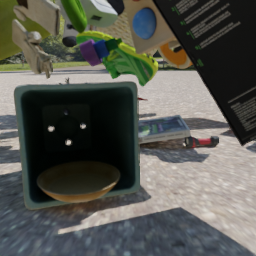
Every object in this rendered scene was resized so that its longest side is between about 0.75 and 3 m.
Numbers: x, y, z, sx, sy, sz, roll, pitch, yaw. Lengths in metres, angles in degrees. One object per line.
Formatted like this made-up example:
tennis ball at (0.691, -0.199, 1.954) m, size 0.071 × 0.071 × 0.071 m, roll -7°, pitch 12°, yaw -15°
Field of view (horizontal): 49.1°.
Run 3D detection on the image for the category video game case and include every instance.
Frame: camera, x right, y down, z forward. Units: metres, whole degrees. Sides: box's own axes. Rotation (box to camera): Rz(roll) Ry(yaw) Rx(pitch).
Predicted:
video game case at (0.661, 0.022, 7.445) m, size 1.688 × 0.217 × 1.857 m, roll -9°, pitch 13°, yaw 5°

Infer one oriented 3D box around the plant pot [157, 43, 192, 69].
plant pot at (2.050, -3.068, 8.969) m, size 2.039 × 2.227 × 2.227 m, roll -45°, pitch 32°, yaw -16°

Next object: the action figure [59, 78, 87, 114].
action figure at (-1.884, -1.052, 9.962) m, size 1.647 × 1.414 × 2.771 m, roll 21°, pitch 21°, yaw 29°

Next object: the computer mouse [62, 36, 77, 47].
computer mouse at (-1.393, -2.463, 7.897) m, size 1.009 × 0.296 × 0.172 m, roll -20°, pitch 11°, yaw -38°

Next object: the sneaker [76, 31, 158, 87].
sneaker at (-0.377, -1.753, 7.072) m, size 2.254 × 0.942 × 0.835 m, roll 27°, pitch 14°, yaw 5°

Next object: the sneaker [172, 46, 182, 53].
sneaker at (1.298, -2.415, 6.919) m, size 0.608 × 1.008 × 0.421 m, roll 49°, pitch 19°, yaw 28°

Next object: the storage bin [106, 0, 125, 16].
storage bin at (-0.479, -4.305, 9.106) m, size 0.914 × 1.352 × 0.634 m, roll 34°, pitch -21°, yaw -27°

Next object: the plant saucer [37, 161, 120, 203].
plant saucer at (-0.745, 0.836, 4.320) m, size 1.251 × 0.221 × 1.251 m, roll -1°, pitch 14°, yaw 0°

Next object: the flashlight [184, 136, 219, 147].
flashlight at (1.785, 0.311, 6.746) m, size 0.831 × 0.282 × 0.281 m, roll -3°, pitch 15°, yaw -10°

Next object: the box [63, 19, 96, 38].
box at (-1.840, -4.297, 10.976) m, size 1.136 × 1.948 × 0.586 m, roll 11°, pitch 10°, yaw 15°

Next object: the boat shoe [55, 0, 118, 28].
boat shoe at (-1.104, -3.209, 7.010) m, size 0.812 × 0.937 × 2.197 m, roll -34°, pitch -8°, yaw 31°

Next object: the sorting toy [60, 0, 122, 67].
sorting toy at (-0.802, -2.610, 5.368) m, size 0.941 × 2.731 × 0.947 m, roll -21°, pitch 1°, yaw 8°

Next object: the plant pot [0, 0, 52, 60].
plant pot at (-3.497, -2.588, 6.826) m, size 2.346 × 2.346 × 2.507 m, roll 10°, pitch 51°, yaw 34°

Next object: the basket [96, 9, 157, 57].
basket at (0.247, -4.040, 11.150) m, size 2.690 × 1.660 × 1.823 m, roll 29°, pitch 24°, yaw -6°

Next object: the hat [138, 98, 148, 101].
hat at (0.233, -1.221, 13.178) m, size 1.026 × 0.903 × 0.850 m, roll -31°, pitch 19°, yaw 29°

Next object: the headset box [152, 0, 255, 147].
headset box at (1.667, -1.469, 3.405) m, size 2.191 × 2.516 × 1.167 m, roll -33°, pitch 10°, yaw 19°

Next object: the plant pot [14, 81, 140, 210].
plant pot at (-0.945, 0.114, 4.844) m, size 1.740 × 1.744 × 1.777 m, roll -5°, pitch 9°, yaw -20°

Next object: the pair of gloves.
pair of gloves at (-1.974, -1.992, 5.616) m, size 0.322 × 1.838 × 1.563 m, roll -28°, pitch 69°, yaw -35°

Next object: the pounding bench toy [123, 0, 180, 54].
pounding bench toy at (1.362, -2.544, 4.936) m, size 2.072 × 1.650 × 2.656 m, roll -16°, pitch 3°, yaw -38°
